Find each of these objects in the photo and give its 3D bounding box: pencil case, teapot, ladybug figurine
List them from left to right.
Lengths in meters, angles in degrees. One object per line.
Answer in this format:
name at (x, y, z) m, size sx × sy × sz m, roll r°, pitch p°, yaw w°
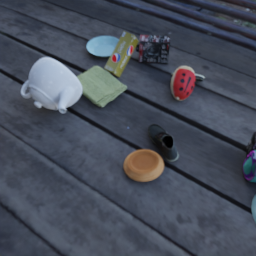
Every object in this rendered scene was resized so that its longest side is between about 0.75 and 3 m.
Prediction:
teapot at (-3.150, -1.528, 11.209) m, size 2.325 × 2.355 × 1.720 m, roll 38°, pitch 73°, yaw -6°
ladybug figurine at (2.408, -1.930, 12.029) m, size 1.132 × 0.600 × 1.668 m, roll 27°, pitch 73°, yaw -26°
pencil case at (5.213, 1.379, 9.277) m, size 2.456 × 1.045 × 1.135 m, roll 8°, pitch 64°, yaw 6°

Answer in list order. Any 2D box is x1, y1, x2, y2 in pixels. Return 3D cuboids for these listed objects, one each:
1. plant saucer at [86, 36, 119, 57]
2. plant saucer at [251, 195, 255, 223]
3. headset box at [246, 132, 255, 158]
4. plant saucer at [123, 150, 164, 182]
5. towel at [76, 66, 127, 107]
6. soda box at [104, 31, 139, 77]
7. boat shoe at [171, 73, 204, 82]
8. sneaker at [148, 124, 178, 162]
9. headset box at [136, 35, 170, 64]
plant saucer at (-1.214, -4.122, 14.519) m, size 1.849 × 0.356 × 1.849 m, roll 0°, pitch 50°, yaw 0°
plant saucer at (4.980, 2.651, 8.600) m, size 2.173 × 0.418 × 2.173 m, roll 0°, pitch 48°, yaw 0°
headset box at (4.995, 0.728, 9.886) m, size 1.322 × 0.984 × 0.511 m, roll 12°, pitch 50°, yaw 10°
plant saucer at (0.531, 1.243, 9.774) m, size 1.413 × 0.264 × 1.413 m, roll -4°, pitch 42°, yaw 3°
towel at (-1.349, -1.883, 12.490) m, size 1.694 × 0.417 × 2.283 m, roll -36°, pitch 56°, yaw -24°
soda box at (-0.308, -3.391, 13.006) m, size 0.627 × 0.663 × 1.957 m, roll 30°, pitch 94°, yaw 23°
boat shoe at (2.725, -2.217, 12.859) m, size 1.552 × 0.557 × 0.525 m, roll 3°, pitch 86°, yaw -7°
sneaker at (1.258, 0.301, 10.210) m, size 0.665 × 0.944 × 1.777 m, roll -29°, pitch 54°, yaw -7°
headset box at (1.191, -3.822, 13.688) m, size 1.629 × 1.212 × 0.629 m, roll 5°, pitch 48°, yaw 5°
